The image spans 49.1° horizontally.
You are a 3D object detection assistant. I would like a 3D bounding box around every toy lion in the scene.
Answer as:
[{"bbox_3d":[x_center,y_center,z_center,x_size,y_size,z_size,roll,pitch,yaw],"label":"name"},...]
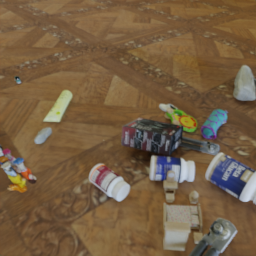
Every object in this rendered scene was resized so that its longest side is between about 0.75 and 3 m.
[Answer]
[{"bbox_3d":[2.275,-0.314,11.806,1.179,0.422,1.230,-2,45,-16],"label":"toy lion"}]

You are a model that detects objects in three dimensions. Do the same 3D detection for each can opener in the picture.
[{"bbox_3d":[2.034,3.289,7.292,0.581,0.729,2.179,32,62,35],"label":"can opener"},{"bbox_3d":[2.710,0.658,10.731,1.543,0.411,0.516,14,10,18],"label":"can opener"}]

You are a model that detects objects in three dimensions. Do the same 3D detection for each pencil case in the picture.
[{"bbox_3d":[3.531,-0.171,11.457,0.694,0.639,1.502,41,51,8],"label":"pencil case"}]

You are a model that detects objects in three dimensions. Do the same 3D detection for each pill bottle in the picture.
[{"bbox_3d":[1.451,1.395,9.346,1.421,0.822,0.822,5,39,3],"label":"pill bottle"},{"bbox_3d":[-0.599,1.751,8.995,1.256,0.717,0.717,30,48,32],"label":"pill bottle"},{"bbox_3d":[3.508,1.657,8.846,1.859,1.033,1.033,31,48,31],"label":"pill bottle"}]

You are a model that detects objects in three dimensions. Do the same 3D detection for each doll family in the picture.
[{"bbox_3d":[-3.639,1.466,8.909,0.822,1.132,1.824,-39,33,-26],"label":"doll family"}]

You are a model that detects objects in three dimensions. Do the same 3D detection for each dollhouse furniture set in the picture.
[{"bbox_3d":[1.581,2.295,8.124,1.122,0.958,2.164,3,38,4],"label":"dollhouse furniture set"}]

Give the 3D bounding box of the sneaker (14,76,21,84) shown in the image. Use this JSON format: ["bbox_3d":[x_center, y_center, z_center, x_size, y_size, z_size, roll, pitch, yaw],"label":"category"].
[{"bbox_3d":[-5.857,-2.615,14.779,0.270,0.303,0.757,-20,38,-25],"label":"sneaker"}]

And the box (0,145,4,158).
[{"bbox_3d":[-5.986,0.666,10.492,1.835,0.531,2.309,-27,46,-30],"label":"box"}]

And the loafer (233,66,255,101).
[{"bbox_3d":[5.834,-2.189,13.831,0.983,0.985,2.816,20,45,8],"label":"loafer"}]

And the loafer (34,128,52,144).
[{"bbox_3d":[-3.418,0.313,11.075,0.368,0.369,1.056,0,24,17],"label":"loafer"}]

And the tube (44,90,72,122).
[{"bbox_3d":[-3.067,-0.934,12.573,0.506,0.565,1.947,38,43,-20],"label":"tube"}]

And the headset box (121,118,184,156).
[{"bbox_3d":[0.824,0.258,10.323,2.052,0.793,1.527,13,19,24],"label":"headset box"}]

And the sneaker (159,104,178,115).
[{"bbox_3d":[1.844,-0.916,12.630,0.980,0.347,0.358,25,45,28],"label":"sneaker"}]
